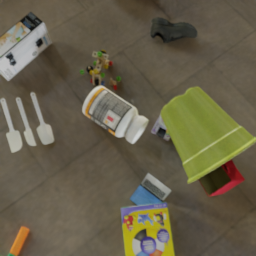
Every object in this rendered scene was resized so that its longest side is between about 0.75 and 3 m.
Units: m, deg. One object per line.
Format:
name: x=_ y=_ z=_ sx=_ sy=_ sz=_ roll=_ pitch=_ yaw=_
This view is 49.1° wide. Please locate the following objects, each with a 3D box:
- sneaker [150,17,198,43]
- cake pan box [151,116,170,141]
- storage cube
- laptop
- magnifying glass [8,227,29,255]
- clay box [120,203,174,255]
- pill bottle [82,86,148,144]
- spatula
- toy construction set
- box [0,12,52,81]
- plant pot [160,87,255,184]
sneaker: x=1.915 y=-4.033 z=11.985 sx=2.055 sy=0.781 sz=0.933 roll=14 pitch=83 yaw=11
cake pan box: x=1.400 y=0.010 z=10.941 sx=0.771 sy=0.219 sz=0.837 roll=29 pitch=75 yaw=11
storage cube: x=3.136 y=1.651 z=9.679 sx=1.054 sy=1.173 sz=1.003 roll=6 pitch=48 yaw=-44
laptop: x=0.791 y=2.384 z=10.002 sx=1.024 sy=1.093 sz=0.634 roll=36 pitch=39 yaw=10
magnifying glass: x=-4.023 y=4.543 z=9.541 sx=0.907 sy=0.255 sz=2.280 roll=21 pitch=73 yaw=6
clay box: x=0.696 y=4.049 z=9.425 sx=1.626 sy=0.674 sz=2.830 roll=-7 pitch=75 yaw=-2
pill bottle: x=-0.466 y=-0.465 z=10.492 sx=2.273 sy=1.323 sz=1.323 roll=35 pitch=76 yaw=11
spatula: x=-3.958 y=-0.279 z=10.859 sx=1.623 sy=0.187 sz=2.334 roll=-16 pitch=69 yaw=-20
toy construction set: x=-0.990 y=-2.318 z=11.129 sx=1.579 sy=1.214 sz=1.317 roll=43 pitch=78 yaw=11
box: x=-4.399 y=-3.238 z=11.289 sx=0.763 sy=1.481 sz=2.539 roll=42 pitch=76 yaw=9
plant pot: x=2.447 y=0.093 z=9.583 sx=2.724 sy=2.724 sz=2.587 roll=-32 pitch=76 yaw=-9
